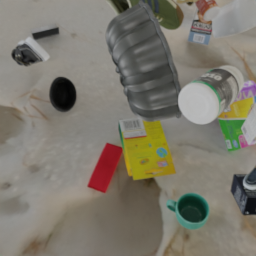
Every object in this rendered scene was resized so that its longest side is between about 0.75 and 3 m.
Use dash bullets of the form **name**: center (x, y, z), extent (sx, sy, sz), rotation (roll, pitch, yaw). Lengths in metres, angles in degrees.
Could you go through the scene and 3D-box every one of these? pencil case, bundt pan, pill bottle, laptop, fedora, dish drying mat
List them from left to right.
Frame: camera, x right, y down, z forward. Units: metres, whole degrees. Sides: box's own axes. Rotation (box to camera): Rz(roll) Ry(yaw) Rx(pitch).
- **laptop**: center (-3.467, -4.102, 11.570), extent (1.082, 0.669, 1.155), rotation (-18, 59, -12)
- **fedora**: center (-2.345, -1.126, 9.627), extent (0.555, 1.214, 1.214), rotation (-2, 48, 43)
- **dish drying mat**: center (-0.674, 1.180, 8.475), extent (0.596, 0.141, 1.552), rotation (17, 58, 9)
- **bundt pan**: center (0.282, -1.408, 6.825), extent (1.098, 2.926, 2.926), rotation (-21, 59, -1)
- **pill bottle**: center (2.016, -3.243, 7.302), extent (0.454, 0.454, 0.809), rotation (-18, 70, -11)
- **pill bottle**: center (1.694, -0.711, 5.562), extent (0.816, 0.816, 1.442), rotation (37, 45, 21)
- **pencil case**: center (3.231, -1.103, 9.486), extent (2.133, 0.912, 0.895), rotation (-8, 61, -6)

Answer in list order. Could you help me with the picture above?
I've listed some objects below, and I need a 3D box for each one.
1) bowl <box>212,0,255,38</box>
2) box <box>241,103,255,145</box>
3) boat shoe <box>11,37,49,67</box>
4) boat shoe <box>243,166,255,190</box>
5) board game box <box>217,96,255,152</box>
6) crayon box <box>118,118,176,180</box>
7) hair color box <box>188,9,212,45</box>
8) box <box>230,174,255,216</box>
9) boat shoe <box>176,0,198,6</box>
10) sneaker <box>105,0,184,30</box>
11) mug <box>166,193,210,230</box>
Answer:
- **bowl**: center (3.418, -3.336, 7.764), extent (2.120, 2.117, 0.791), rotation (-29, 104, 3)
- **box**: center (2.987, -0.267, 5.986), extent (0.506, 2.614, 0.542), rotation (-19, 67, 4)
- **boat shoe**: center (-2.944, -2.100, 8.072), extent (0.725, 0.765, 2.187), rotation (-51, 37, -10)
- **boat shoe**: center (2.811, 0.822, 5.852), extent (1.076, 0.489, 0.381), rotation (-30, 36, -20)
- **board game box**: center (3.877, -0.218, 8.853), extent (1.920, 0.387, 1.469), rotation (-16, 86, -9)
- **crayon box**: center (0.518, 0.644, 8.521), extent (1.319, 0.528, 2.078), rotation (-6, 56, -10)
- **hair color box**: center (3.132, -4.317, 11.786), extent (0.871, 0.533, 1.759), rotation (15, 58, 10)
- **box**: center (2.964, 1.521, 6.448), extent (0.894, 0.534, 0.909), rotation (0, 23, 1)
- **boat shoe**: center (1.437, -2.979, 6.290), extent (1.180, 0.449, 0.423), rotation (-22, 54, -39)
- **sneaker**: center (0.229, -3.419, 8.003), extent (2.985, 1.001, 1.340), rotation (29, 75, -27)
- **mug**: center (1.634, 2.198, 7.492), extent (0.849, 0.639, 1.034), rotation (-33, 55, -19)
